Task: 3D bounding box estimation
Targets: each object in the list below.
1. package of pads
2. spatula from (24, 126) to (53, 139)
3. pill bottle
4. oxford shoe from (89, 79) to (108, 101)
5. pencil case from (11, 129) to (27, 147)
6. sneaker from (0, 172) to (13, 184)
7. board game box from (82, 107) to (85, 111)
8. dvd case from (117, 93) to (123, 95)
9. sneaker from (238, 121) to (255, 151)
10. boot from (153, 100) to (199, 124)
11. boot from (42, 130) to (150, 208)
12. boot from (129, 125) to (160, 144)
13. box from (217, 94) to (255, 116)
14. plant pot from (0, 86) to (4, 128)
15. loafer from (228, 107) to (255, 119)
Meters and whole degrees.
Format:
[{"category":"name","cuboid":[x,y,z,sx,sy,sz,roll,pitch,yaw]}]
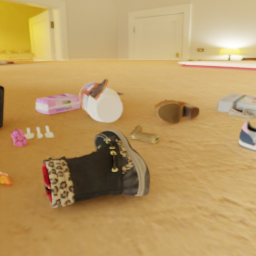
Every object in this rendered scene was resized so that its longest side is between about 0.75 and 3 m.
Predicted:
[{"category":"package of pads","cuboid":[-3.520,-1.216,14.080,1.179,0.740,1.957,15,23,39]},{"category":"spatula","cuboid":[-3.492,0.160,10.860,1.029,0.119,1.480,-8,20,-19]},{"category":"pill bottle","cuboid":[-1.225,-1.149,12.618,1.521,1.521,2.711,-7,19,-20]},{"category":"oxford shoe","cuboid":[-1.076,-1.407,10.056,0.396,1.092,0.389,30,44,-15]},{"category":"pencil case","cuboid":[-3.866,0.345,9.862,0.442,0.428,0.944,-36,27,-15]},{"category":"sneaker","cuboid":[-3.263,1.307,7.125,0.916,0.334,0.353,7,39,35]},{"category":"board game box","cuboid":[-1.506,-1.282,14.796,1.827,0.423,1.384,-4,18,-13]},{"category":"dvd case","cuboid":[-0.968,-2.220,18.269,1.033,0.083,0.768,14,22,37]},{"category":"sneaker","cuboid":[4.643,0.372,8.915,2.185,0.896,0.766,14,23,37]},{"category":"boot","cuboid":[1.761,-0.826,12.747,2.463,0.907,1.905,1,15,-37]},{"category":"boot","cuboid":[-1.010,0.909,7.075,2.238,1.088,2.973,-7,25,-22]},{"category":"boot","cuboid":[0.668,0.254,10.250,1.041,0.344,0.911,8,32,27]},{"category":"box","cuboid":[6.309,-1.130,14.060,2.987,0.615,2.328,13,22,32]},{"category":"plant pot","cuboid":[-6.215,-0.926,10.959,2.169,2.446,2.440,-1,14,-40]},{"category":"loafer","cuboid":[5.314,-0.707,13.100,1.205,0.379,0.433,13,22,36]}]
